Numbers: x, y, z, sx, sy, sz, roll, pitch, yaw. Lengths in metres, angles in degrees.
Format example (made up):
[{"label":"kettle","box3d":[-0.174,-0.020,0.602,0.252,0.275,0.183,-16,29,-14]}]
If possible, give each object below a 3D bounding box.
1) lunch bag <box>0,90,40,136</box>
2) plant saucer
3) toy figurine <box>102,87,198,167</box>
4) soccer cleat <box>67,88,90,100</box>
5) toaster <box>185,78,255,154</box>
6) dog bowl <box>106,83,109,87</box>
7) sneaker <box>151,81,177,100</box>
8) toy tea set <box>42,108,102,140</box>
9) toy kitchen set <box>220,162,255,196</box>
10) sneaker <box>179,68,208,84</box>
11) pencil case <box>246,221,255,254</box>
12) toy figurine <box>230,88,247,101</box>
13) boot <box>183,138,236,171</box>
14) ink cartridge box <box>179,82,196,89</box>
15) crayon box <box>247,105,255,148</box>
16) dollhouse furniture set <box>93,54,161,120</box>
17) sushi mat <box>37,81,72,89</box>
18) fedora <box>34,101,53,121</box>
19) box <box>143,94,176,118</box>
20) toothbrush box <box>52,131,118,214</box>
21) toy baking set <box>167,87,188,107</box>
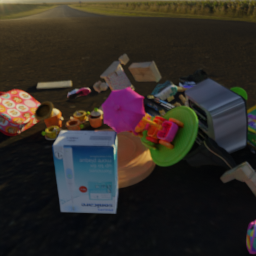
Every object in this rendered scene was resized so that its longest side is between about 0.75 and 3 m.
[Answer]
[{"label":"lunch bag","box3d":[-4.353,-0.697,10.553,1.739,0.809,1.974,37,31,3]},{"label":"plant saucer","box3d":[-0.617,0.790,8.833,3.001,0.484,3.001,0,27,0]},{"label":"toy figurine","box3d":[0.251,-0.257,7.450,2.184,1.782,2.373,28,-5,-28]},{"label":"soccer cleat","box3d":[-2.324,-1.677,13.110,1.105,0.386,0.477,-18,41,4]},{"label":"toaster","box3d":[2.874,-0.260,9.064,1.287,1.962,2.169,-24,35,-8]},{"label":"dog bowl","box3d":[-0.885,-2.625,15.508,0.781,0.347,1.401,-3,27,-6]},{"label":"sneaker","box3d":[1.254,-1.426,11.577,1.518,0.589,0.693,-26,48,9]},{"label":"toy tea set","box3d":[-2.142,-0.401,10.484,2.337,0.865,1.390,-16,31,-17]},{"label":"toy kitchen set","box3d":[3.288,1.439,7.724,0.761,0.841,0.933,-31,80,-37]},{"label":"sneaker","box3d":[3.623,-2.893,15.463,1.553,0.889,0.594,6,26,16]},{"label":"pencil case","box3d":[3.276,2.346,5.599,1.679,0.742,0.742,8,29,14]},{"label":"toy figurine","box3d":[4.883,-1.401,12.952,1.236,0.928,1.137,-14,5,29]},{"label":"boot","box3d":[2.419,0.987,8.255,1.448,1.002,0.561,41,28,-18]},{"label":"ink cartridge box","box3d":[3.235,-2.229,14.933,0.833,0.182,0.841,-3,29,-7]},{"label":"crayon box","box3d":[4.847,0.122,9.452,1.386,0.680,2.334,-29,36,-13]},{"label":"dollhouse furniture set","box3d":[-0.151,-1.730,11.315,1.269,1.486,2.868,10,53,46]},{"label":"sushi mat","box3d":[-3.990,-2.336,15.213,1.831,0.111,0.876,-6,27,-11]},{"label":"fedora","box3d":[-2.975,-0.552,10.088,0.844,0.344,0.844,-12,59,21]},{"label":"box","box3d":[1.148,-0.396,10.234,0.367,1.267,1.594,-20,34,-27]},{"label":"toothbrush box","box3d":[-0.961,1.073,6.747,1.385,1.891,0.807,2,27,2]},{"label":"toy baking set","box3d":[2.226,-1.139,11.566,0.180,1.190,1.551,-27,21,-38]}]
